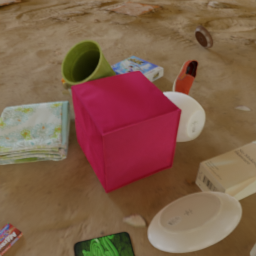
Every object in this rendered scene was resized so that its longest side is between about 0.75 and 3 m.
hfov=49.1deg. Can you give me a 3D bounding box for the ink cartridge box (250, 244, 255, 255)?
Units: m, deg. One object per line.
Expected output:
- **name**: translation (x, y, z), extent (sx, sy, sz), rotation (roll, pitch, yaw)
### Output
- **ink cartridge box**: translation (3.334, 3.336, 6.149), extent (0.994, 0.565, 1.364), rotation (7, 40, 9)

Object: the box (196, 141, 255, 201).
- **box**: translation (3.384, 1.310, 8.329), extent (2.451, 0.953, 1.164), rotation (-18, 42, -20)

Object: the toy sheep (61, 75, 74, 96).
- **toy sheep**: translation (-1.541, -1.751, 11.325), extent (2.021, 2.021, 2.931), rotation (24, 28, 27)

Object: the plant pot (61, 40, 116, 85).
- **plant pot**: translation (-1.169, -1.871, 9.501), extent (1.596, 1.515, 1.596), rotation (-10, 68, 25)

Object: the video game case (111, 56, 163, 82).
- **video game case**: translation (0.350, -2.762, 13.752), extent (2.066, 0.470, 1.873), rotation (31, 48, 33)

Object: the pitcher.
- **pitcher**: translation (1.542, -0.630, 10.374), extent (2.380, 1.681, 2.774), rotation (-21, 32, -39)

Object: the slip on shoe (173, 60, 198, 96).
- **slip on shoe**: translation (2.492, -2.041, 12.043), extent (0.774, 0.639, 2.088), rotation (26, 76, -15)

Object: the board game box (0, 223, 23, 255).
- **board game box**: translation (-3.256, 2.927, 7.026), extent (0.556, 0.105, 1.079), rotation (23, 44, 24)

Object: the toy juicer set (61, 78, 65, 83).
- **toy juicer set**: translation (-2.538, -2.130, 13.019), extent (0.958, 0.410, 1.507), rotation (-27, 47, -30)

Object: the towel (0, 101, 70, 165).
- **towel**: translation (-3.408, 0.065, 10.070), extent (2.556, 0.719, 2.986), rotation (-4, 39, -6)

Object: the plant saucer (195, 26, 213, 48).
- **plant saucer**: translation (4.279, -5.155, 16.073), extent (0.268, 1.465, 1.465), rotation (-36, 47, -5)

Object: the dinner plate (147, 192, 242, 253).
- **dinner plate**: translation (1.530, 2.130, 6.840), extent (2.356, 0.286, 2.356), rotation (-24, 9, 4)

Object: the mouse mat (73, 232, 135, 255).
- **mouse mat**: translation (-0.483, 3.351, 6.545), extent (1.446, 0.068, 1.798), rotation (-9, 39, -11)

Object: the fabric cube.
- **fabric cube**: translation (-0.138, 0.030, 8.747), extent (2.430, 2.477, 2.469), rotation (-18, 44, -22)
